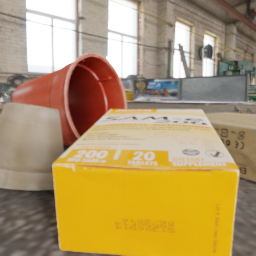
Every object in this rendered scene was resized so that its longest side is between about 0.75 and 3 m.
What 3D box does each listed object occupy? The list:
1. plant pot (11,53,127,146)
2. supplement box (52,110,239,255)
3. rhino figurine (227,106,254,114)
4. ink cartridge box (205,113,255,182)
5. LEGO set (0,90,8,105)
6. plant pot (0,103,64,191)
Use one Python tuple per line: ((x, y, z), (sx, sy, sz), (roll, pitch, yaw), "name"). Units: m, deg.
((-1.857, -0.604, 8.316), (2.635, 2.710, 2.710), (-4, 4, 32), "plant pot")
((0.317, 0.467, 4.007), (1.788, 1.043, 2.837), (1, 14, 7), "supplement box")
((3.946, -0.259, 10.683), (0.728, 1.065, 2.436), (41, 4, -5), "rhino figurine")
((2.623, 0.283, 6.479), (2.324, 1.059, 2.821), (-4, 8, -31), "ink cartridge box")
((-4.849, -0.187, 9.284), (1.896, 0.828, 2.920), (-16, 28, 38), "LEGO set")
((-1.729, 0.269, 4.803), (1.489, 1.292, 1.489), (7, -1, 0), "plant pot")
